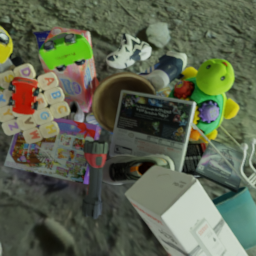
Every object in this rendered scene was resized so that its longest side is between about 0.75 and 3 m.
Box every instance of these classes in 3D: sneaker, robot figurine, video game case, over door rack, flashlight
[{"bbox_3d":[1.038,-1.806,9.172,1.524,2.081,0.838,-45,106,-23],"label":"sneaker"},{"bbox_3d":[-0.682,-0.147,9.485,1.493,0.565,0.784,-3,54,-3],"label":"sneaker"},{"bbox_3d":[-0.211,-3.273,11.648,2.050,0.818,1.334,-27,57,-19],"label":"sneaker"},{"bbox_3d":[-5.158,-1.950,10.109,1.996,1.657,2.656,28,54,26],"label":"robot figurine"},{"bbox_3d":[-1.893,-0.028,9.204,0.714,0.835,1.917,-2,59,-1],"label":"sneaker"},{"bbox_3d":[0.642,0.088,8.307,2.327,0.272,2.116,13,95,26],"label":"video game case"},{"bbox_3d":[3.085,0.452,8.224,2.805,0.934,2.073,40,27,26],"label":"over door rack"},{"bbox_3d":[-0.959,1.362,7.673,0.687,0.685,2.023,7,95,19],"label":"flashlight"},{"bbox_3d":[2.737,1.034,8.121,1.200,0.159,1.680,24,41,17],"label":"video game case"},{"bbox_3d":[0.038,1.148,7.875,2.392,0.949,0.884,-10,82,25],"label":"sneaker"},{"bbox_3d":[0.627,-1.388,10.500,1.802,0.410,1.634,-18,55,-12],"label":"video game case"}]

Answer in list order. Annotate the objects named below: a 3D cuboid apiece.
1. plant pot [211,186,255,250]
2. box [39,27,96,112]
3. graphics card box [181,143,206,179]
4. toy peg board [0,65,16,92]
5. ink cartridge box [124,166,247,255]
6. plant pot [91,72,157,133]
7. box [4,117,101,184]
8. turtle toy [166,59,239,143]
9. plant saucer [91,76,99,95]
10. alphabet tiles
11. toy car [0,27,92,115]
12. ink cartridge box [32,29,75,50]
[{"bbox_3d":[2.758,2.374,7.202,1.342,1.342,1.261,-23,77,-16],"label":"plant pot"},{"bbox_3d":[-1.905,-1.863,9.448,1.236,2.610,1.339,10,56,7],"label":"box"},{"bbox_3d":[1.629,1.054,8.671,1.714,0.436,1.075,-4,54,-4],"label":"graphics card box"},{"bbox_3d":[-3.845,-1.432,9.811,0.562,1.149,1.144,0,51,34],"label":"toy peg board"},{"bbox_3d":[1.261,2.216,6.173,1.051,1.861,2.540,-39,104,-17],"label":"ink cartridge box"},{"bbox_3d":[-0.137,-0.883,8.894,2.041,2.041,0.942,-6,32,-4],"label":"plant pot"},{"bbox_3d":[-2.268,0.577,8.525,2.576,0.504,1.763,11,79,11],"label":"box"},{"bbox_3d":[2.134,-0.823,8.553,2.162,2.967,1.500,45,40,17],"label":"turtle toy"},{"bbox_3d":[-1.051,-1.096,9.781,0.193,1.051,1.053,-12,67,6],"label":"plant saucer"},{"bbox_3d":[-2.829,-0.645,7.968,2.107,2.155,0.157,-18,14,8],"label":"alphabet tiles"},{"bbox_3d":[-2.161,-1.671,6.724,2.715,2.885,0.643,-13,48,8],"label":"toy car"},{"bbox_3d":[-2.493,-3.006,10.413,1.366,2.885,0.535,-6,91,-5],"label":"ink cartridge box"}]
